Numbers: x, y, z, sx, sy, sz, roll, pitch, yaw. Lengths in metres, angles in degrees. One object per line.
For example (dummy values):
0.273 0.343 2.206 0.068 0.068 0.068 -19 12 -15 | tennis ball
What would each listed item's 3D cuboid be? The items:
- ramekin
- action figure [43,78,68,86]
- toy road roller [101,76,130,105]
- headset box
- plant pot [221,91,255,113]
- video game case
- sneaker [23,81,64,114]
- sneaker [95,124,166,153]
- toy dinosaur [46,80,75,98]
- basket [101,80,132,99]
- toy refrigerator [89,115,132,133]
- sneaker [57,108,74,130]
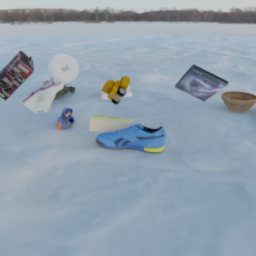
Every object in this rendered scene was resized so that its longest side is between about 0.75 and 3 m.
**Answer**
-2.520 -2.327 11.010 1.165 1.165 0.568 -10 15 -22 | ramekin
-4.089 -2.174 15.047 1.373 0.636 2.324 1 27 -4 | action figure
-0.419 -1.356 9.310 0.737 0.620 1.009 31 48 -12 | toy road roller
-3.732 -1.795 9.219 1.541 0.578 1.145 -43 35 8 | headset box
4.880 -1.107 12.419 1.502 0.693 1.502 0 24 0 | plant pot
2.498 -1.519 9.839 1.304 0.173 1.825 25 -15 -3 | video game case
-3.046 -1.144 10.540 1.820 0.907 0.681 -25 29 22 | sneaker
0.066 0.208 9.125 2.331 0.914 0.768 4 21 13 | sneaker
-3.753 -1.751 13.923 1.309 0.705 2.970 18 31 14 | toy dinosaur
-0.578 -1.861 13.494 1.357 0.837 0.920 -7 3 10 | basket
-0.605 -0.127 9.793 1.446 0.506 0.549 6 17 -3 | toy refrigerator
-2.361 -0.333 10.996 0.558 0.536 1.422 7 33 -1 | sneaker
